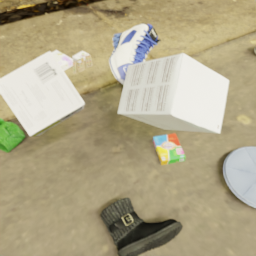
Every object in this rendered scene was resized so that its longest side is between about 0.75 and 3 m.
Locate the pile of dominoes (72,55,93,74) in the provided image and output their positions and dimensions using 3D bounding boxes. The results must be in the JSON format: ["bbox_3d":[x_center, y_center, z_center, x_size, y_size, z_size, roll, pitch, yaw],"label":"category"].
[{"bbox_3d":[-2.020,-2.829,12.126,0.929,0.190,1.191,-24,40,7],"label":"pile of dominoes"}]

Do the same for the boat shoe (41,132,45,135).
[{"bbox_3d":[-3.706,-0.635,12.108,0.800,0.732,2.142,4,47,4],"label":"boat shoe"}]

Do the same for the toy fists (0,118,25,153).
[{"bbox_3d":[-5.247,0.125,11.405,2.182,0.750,1.112,20,50,19],"label":"toy fists"}]

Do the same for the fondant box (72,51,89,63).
[{"bbox_3d":[-2.616,-3.924,15.527,0.557,0.225,0.772,32,55,26],"label":"fondant box"}]

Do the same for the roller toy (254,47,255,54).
[{"bbox_3d":[7.622,-4.392,15.591,0.985,0.755,1.080,37,60,17],"label":"roller toy"}]

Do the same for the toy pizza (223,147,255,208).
[{"bbox_3d":[4.747,1.802,10.056,2.665,0.422,2.665,0,48,0],"label":"toy pizza"}]

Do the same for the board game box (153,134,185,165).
[{"bbox_3d":[1.598,0.829,11.074,0.964,0.254,1.260,-9,48,-8],"label":"board game box"}]

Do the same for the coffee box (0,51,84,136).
[{"bbox_3d":[-2.456,-0.899,8.185,1.713,1.694,1.710,-33,95,-8],"label":"coffee box"}]

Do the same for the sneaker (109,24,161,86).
[{"bbox_3d":[0.295,-2.807,9.962,1.653,1.156,2.862,-28,46,30],"label":"sneaker"}]

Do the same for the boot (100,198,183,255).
[{"bbox_3d":[0.387,2.899,8.735,2.241,0.843,1.676,-17,49,-15],"label":"boot"}]

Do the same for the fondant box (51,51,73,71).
[{"bbox_3d":[-3.775,-3.577,15.079,1.396,0.406,1.007,33,55,26],"label":"fondant box"}]

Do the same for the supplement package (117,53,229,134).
[{"bbox_3d":[1.353,-0.923,8.550,2.308,2.207,1.697,4,80,52],"label":"supplement package"}]
